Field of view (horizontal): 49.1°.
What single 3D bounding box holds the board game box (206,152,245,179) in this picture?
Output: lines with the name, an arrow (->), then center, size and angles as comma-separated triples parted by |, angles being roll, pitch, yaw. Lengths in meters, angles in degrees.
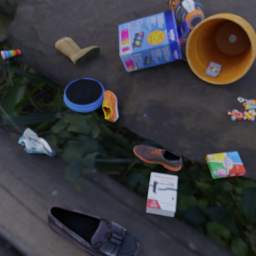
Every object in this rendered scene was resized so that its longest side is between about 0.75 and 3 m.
board game box -> 3.276, 1.250, 9.456 | 1.073, 0.216, 0.821 | -6, 53, -5

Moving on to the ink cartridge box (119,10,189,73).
ink cartridge box -> 1.141, -3.801, 12.137 | 2.939, 1.122, 2.005 | -11, 59, 12

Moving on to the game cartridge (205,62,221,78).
game cartridge -> 3.679, -2.497, 12.033 | 0.507, 0.156, 0.762 | 26, 59, 11

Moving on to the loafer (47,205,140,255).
loafer -> -1.024, 2.901, 7.765 | 2.812, 0.886, 1.011 | 17, 54, 13

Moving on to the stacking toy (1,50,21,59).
stacking toy -> -5.420, -3.439, 13.011 | 0.829, 0.354, 0.354 | -17, 54, -20

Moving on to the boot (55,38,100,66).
boot -> -2.356, -3.753, 13.081 | 1.504, 0.568, 1.718 | -31, 58, -21

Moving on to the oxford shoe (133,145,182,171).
oxford shoe -> 1.010, 0.877, 9.484 | 1.714, 0.622, 0.610 | 17, 54, 12

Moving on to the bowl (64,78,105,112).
bowl -> -1.780, -1.378, 11.399 | 1.696, 0.333, 1.696 | 0, 52, 0

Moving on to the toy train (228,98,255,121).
toy train -> 4.530, -0.756, 10.905 | 0.969, 0.359, 1.291 | 24, 57, 17

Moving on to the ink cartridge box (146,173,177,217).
ink cartridge box -> 1.052, 2.047, 8.673 | 0.842, 0.489, 1.167 | 8, 53, 6

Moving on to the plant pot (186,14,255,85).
plant pot -> 4.156, -3.528, 11.817 | 2.684, 2.684, 2.457 | 28, 42, 20

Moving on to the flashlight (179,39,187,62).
flashlight -> 1.835, -4.068, 13.130 | 2.825, 0.956, 0.960 | 36, 100, 28

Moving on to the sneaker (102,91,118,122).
sneaker -> -0.735, -0.905, 10.756 | 0.521, 0.550, 1.427 | -35, 52, 28

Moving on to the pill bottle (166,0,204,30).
pill bottle -> 2.980, -6.158, 14.396 | 1.382, 1.382, 2.602 | -12, 53, -9

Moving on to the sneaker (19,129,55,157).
sneaker -> -3.180, 0.679, 9.760 | 1.565, 0.607, 0.675 | 29, 70, 28
